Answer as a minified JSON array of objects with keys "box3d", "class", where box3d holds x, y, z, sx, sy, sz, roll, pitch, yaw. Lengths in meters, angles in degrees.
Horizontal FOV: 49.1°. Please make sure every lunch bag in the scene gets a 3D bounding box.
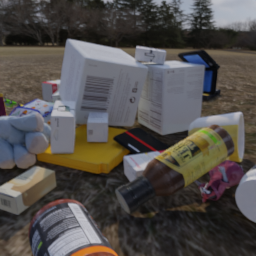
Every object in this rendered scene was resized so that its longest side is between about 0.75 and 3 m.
[{"box3d":[-3.377,-0.290,10.220,1.511,1.101,1.778,12,34,31],"class":"lunch bag"}]

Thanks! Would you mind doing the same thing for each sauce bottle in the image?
[{"box3d":[1.041,0.883,6.088,2.786,0.901,0.901,-29,29,-20],"class":"sauce bottle"}]

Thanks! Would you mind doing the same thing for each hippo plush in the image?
[{"box3d":[-3.162,0.379,8.305,2.081,1.657,1.673,7,-7,5],"class":"hippo plush"}]

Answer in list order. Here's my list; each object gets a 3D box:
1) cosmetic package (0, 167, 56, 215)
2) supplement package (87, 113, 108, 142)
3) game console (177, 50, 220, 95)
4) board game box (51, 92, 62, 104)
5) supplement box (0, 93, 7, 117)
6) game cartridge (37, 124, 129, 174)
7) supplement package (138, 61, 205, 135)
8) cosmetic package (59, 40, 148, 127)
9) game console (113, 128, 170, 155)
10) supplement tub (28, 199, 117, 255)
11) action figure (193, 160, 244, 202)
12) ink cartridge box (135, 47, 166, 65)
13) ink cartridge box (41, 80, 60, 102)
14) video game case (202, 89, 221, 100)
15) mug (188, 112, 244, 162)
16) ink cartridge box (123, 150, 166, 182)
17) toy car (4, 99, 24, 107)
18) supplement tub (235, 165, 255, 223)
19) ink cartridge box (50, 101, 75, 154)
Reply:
[{"box3d":[-2.280,1.369,6.332,0.656,0.444,1.248,8,21,22],"class":"cosmetic package"},{"box3d":[-0.956,-0.041,8.891,0.622,0.646,1.135,1,18,-4],"class":"supplement package"},{"box3d":[2.577,-2.105,10.684,1.469,0.972,1.670,36,-6,-24],"class":"game console"},{"box3d":[-3.081,-1.414,13.792,0.763,0.749,1.454,-4,19,11],"class":"board game box"},{"box3d":[-4.950,-0.313,8.983,1.702,1.341,2.599,-12,9,-29],"class":"supplement box"},{"box3d":[-1.094,0.574,8.786,2.311,0.425,2.621,8,23,23],"class":"game cartridge"},{"box3d":[1.585,-1.243,10.831,1.833,2.415,1.819,-10,22,-27],"class":"supplement package"},{"box3d":[-1.109,-1.744,10.754,2.378,2.376,2.882,3,27,-26],"class":"cosmetic package"},{"box3d":[0.438,0.522,8.459,1.466,0.228,1.297,32,33,24],"class":"game console"},{"box3d":[-0.712,1.905,3.923,1.042,1.042,1.949,-10,22,-27],"class":"supplement tub"},{"box3d":[2.060,1.314,6.504,1.347,1.003,0.903,-42,12,-37],"class":"action figure"},{"box3d":[0.816,-2.694,10.377,1.093,0.461,0.798,9,20,2],"class":"ink cartridge box"},{"box3d":[-3.825,-2.029,15.261,0.989,0.993,1.367,13,23,37],"class":"ink cartridge box"},{"box3d":[3.974,-2.108,16.590,2.354,0.300,2.128,14,23,33],"class":"video game case"},{"box3d":[2.515,0.287,8.172,1.459,1.423,1.777,1,11,29],"class":"mug"},{"box3d":[0.619,1.030,7.143,1.272,0.545,0.939,-8,19,-17],"class":"ink cartridge box"},{"box3d":[-4.944,-0.959,12.452,1.397,0.331,1.484,18,2,-1],"class":"toy car"},{"box3d":[2.960,1.233,5.793,1.048,1.048,1.494,16,24,39],"class":"supplement tub"},{"box3d":[-1.892,-0.054,8.272,0.648,1.125,1.541,1,22,-10],"class":"ink cartridge box"}]
